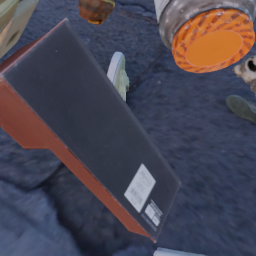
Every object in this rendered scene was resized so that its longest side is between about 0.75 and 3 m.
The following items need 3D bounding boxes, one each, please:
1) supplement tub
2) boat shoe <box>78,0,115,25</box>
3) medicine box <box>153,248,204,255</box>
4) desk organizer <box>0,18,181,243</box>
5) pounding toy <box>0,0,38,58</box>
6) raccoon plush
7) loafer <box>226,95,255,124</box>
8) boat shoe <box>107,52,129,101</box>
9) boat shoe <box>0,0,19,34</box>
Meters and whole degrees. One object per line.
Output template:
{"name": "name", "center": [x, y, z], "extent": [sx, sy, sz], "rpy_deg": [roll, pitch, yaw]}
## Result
{"name": "supplement tub", "center": [0.926, -1.797, 3.689], "extent": [1.195, 1.195, 1.950], "rpy_deg": [-5, 67, -4]}
{"name": "boat shoe", "center": [-0.738, -2.615, 6.094], "extent": [0.693, 0.650, 1.925], "rpy_deg": [22, 17, -4]}
{"name": "medicine box", "center": [0.708, 2.990, 3.286], "extent": [1.209, 2.140, 2.350], "rpy_deg": [8, 52, 6]}
{"name": "desk organizer", "center": [-0.407, 0.175, 2.903], "extent": [0.858, 2.228, 0.799], "rpy_deg": [-4, 42, 44]}
{"name": "pounding toy", "center": [-3.059, -2.032, 4.930], "extent": [1.976, 1.526, 2.147], "rpy_deg": [31, 29, -20]}
{"name": "raccoon plush", "center": [2.064, -0.529, 4.434], "extent": [0.621, 1.284, 0.860], "rpy_deg": [-16, 35, -28]}
{"name": "loafer", "center": [3.142, -0.463, 7.232], "extent": [1.272, 0.457, 0.400], "rpy_deg": [37, 42, 18]}
{"name": "boat shoe", "center": [-0.305, -1.170, 7.652], "extent": [0.661, 0.767, 2.130], "rpy_deg": [15, 60, -7]}
{"name": "boat shoe", "center": [-2.016, -0.462, 2.276], "extent": [1.082, 0.970, 2.923], "rpy_deg": [35, 61, 5]}
